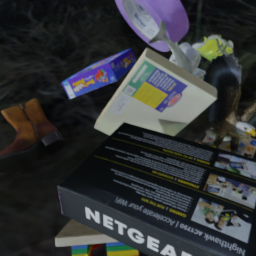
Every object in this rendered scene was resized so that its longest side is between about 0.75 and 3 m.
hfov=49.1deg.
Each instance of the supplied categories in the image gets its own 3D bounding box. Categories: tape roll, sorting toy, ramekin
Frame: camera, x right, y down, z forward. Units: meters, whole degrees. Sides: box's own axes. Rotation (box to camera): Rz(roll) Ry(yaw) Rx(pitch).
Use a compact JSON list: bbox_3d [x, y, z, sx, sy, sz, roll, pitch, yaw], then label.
[{"bbox_3d":[0.787,-4.032,9.850,0.915,2.788,2.788,-45,60,-2],"label":"tape roll"},{"bbox_3d":[-0.576,2.745,6.976,1.995,1.983,0.694,-5,84,-1],"label":"sorting toy"},{"bbox_3d":[1.605,-1.844,7.954,0.495,1.015,1.015,37,59,25],"label":"ramekin"}]

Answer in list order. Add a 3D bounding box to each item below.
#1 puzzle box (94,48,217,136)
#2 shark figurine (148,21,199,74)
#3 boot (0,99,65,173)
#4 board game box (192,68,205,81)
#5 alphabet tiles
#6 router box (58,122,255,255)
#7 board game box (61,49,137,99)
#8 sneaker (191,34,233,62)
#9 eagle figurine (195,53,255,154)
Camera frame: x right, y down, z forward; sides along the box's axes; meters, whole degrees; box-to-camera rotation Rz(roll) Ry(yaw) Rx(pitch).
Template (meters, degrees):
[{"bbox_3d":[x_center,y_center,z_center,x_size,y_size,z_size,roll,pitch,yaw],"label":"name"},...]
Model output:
[{"bbox_3d":[0.501,-0.406,6.462,1.750,2.631,0.334,28,48,-13],"label":"puzzle box"},{"bbox_3d":[1.370,-1.727,7.010,1.136,0.793,1.901,-19,88,-35],"label":"shark figurine"},{"bbox_3d":[-3.876,0.093,9.712,2.524,0.918,2.681,-29,55,-22],"label":"boot"},{"bbox_3d":[3.112,-1.667,11.410,1.728,0.555,1.275,29,55,21],"label":"board game box"},{"bbox_3d":[3.582,0.571,9.853,1.700,0.077,2.034,27,55,21],"label":"alphabet tiles"},{"bbox_3d":[0.668,1.037,4.799,2.968,0.758,2.214,16,36,24],"label":"router box"},{"bbox_3d":[-0.734,-1.615,8.048,1.478,0.492,2.199,-17,19,23],"label":"board game box"},{"bbox_3d":[3.115,-2.704,9.960,2.293,0.864,0.876,-6,86,-40],"label":"sneaker"},{"bbox_3d":[2.660,-0.329,6.746,1.885,2.484,1.875,5,17,-41],"label":"eagle figurine"}]
